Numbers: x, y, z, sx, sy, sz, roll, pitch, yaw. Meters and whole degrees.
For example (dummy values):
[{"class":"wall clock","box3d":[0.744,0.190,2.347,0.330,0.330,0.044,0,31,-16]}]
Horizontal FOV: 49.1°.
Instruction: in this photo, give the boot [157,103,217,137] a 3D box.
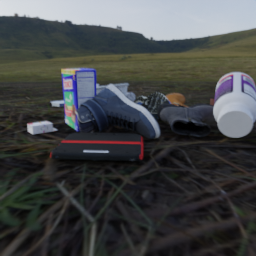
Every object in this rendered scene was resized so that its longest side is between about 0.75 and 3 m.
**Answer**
[{"class":"boot","box3d":[2.539,-0.186,10.234,2.757,0.962,1.815,-2,23,-17]}]

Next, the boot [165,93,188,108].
[{"class":"boot","box3d":[2.289,-0.985,13.302,2.566,0.945,1.985,-24,19,-29]}]

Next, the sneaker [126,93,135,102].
[{"class":"sneaker","box3d":[-0.477,-1.989,18.438,1.872,0.703,1.076,-15,22,-39]}]

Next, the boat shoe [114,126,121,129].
[{"class":"boat shoe","box3d":[-0.383,-0.393,11.254,0.634,0.644,1.729,-12,18,-33]}]

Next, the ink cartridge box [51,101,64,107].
[{"class":"ink cartridge box","box3d":[-4.012,-1.486,17.227,1.185,0.261,1.207,-11,14,-41]}]

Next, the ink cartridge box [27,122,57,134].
[{"class":"ink cartridge box","box3d":[-3.156,-0.022,10.337,0.949,0.320,0.553,-10,16,-37]}]

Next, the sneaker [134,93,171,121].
[{"class":"sneaker","box3d":[1.152,-0.848,11.890,1.079,0.950,2.420,29,-8,-26]}]

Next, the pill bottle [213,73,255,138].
[{"class":"pill bottle","box3d":[3.690,-0.794,9.648,1.403,1.403,2.518,4,35,19]}]

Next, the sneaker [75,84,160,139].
[{"class":"sneaker","box3d":[-0.495,-0.146,9.403,2.046,1.076,2.831,-34,55,-26]}]

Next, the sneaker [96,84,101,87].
[{"class":"sneaker","box3d":[-1.237,-1.574,14.404,1.065,0.706,1.871,5,-22,-5]}]

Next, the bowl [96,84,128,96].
[{"class":"bowl","box3d":[-1.236,-1.531,14.671,2.730,1.227,2.730,-9,7,1]}]

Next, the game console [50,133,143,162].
[{"class":"game console","box3d":[-0.749,0.540,7.799,2.326,0.361,2.057,1,14,3]}]

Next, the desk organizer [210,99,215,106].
[{"class":"desk organizer","box3d":[5.041,-1.132,14.659,0.601,0.646,1.677,-5,13,-23]}]

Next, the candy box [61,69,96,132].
[{"class":"candy box","box3d":[-1.911,-1.152,10.920,0.873,2.265,1.915,-6,14,-26]}]
